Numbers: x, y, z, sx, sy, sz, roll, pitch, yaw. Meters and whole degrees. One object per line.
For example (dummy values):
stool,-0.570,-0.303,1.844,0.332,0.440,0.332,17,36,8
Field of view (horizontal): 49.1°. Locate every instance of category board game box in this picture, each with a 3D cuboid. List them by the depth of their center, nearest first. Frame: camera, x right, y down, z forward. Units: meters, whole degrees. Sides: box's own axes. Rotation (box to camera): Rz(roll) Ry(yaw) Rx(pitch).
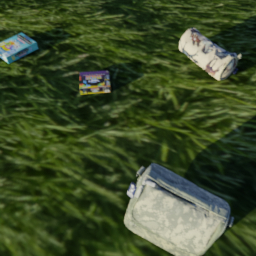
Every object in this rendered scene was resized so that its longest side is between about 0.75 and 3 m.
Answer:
board game box,-1.241,-1.694,10.415,1.113,0.316,0.920,-5,52,-5
board game box,-4.754,-3.380,11.800,1.099,0.342,1.456,35,58,25

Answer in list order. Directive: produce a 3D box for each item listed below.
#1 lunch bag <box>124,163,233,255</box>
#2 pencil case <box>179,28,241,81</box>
lunch bag,1.030,1.805,6.314,2.124,1.781,1.480,27,54,9
pencil case,3.093,-2.944,10.967,1.157,1.006,2.586,-40,57,0
